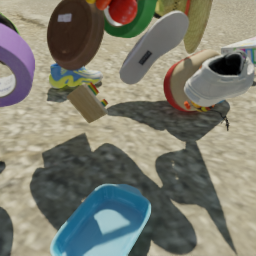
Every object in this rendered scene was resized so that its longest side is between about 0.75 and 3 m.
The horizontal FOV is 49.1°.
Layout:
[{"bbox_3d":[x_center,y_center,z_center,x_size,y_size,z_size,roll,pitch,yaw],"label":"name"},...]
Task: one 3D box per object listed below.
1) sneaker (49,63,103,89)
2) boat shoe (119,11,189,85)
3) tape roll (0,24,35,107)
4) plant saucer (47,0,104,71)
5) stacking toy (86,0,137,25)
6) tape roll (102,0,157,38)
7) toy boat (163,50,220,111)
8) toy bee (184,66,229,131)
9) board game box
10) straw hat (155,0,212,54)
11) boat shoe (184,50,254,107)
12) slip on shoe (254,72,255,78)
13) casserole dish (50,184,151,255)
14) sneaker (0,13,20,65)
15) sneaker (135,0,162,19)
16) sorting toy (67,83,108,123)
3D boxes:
[{"bbox_3d":[-1.902,-2.062,10.217,1.998,1.050,0.757,-14,36,-18],"label":"sneaker"},{"bbox_3d":[0.571,-1.990,6.903,0.764,2.124,0.698,29,27,-24],"label":"boat shoe"},{"bbox_3d":[-2.873,-1.224,5.615,1.870,1.870,0.614,-3,56,-4],"label":"tape roll"},{"bbox_3d":[-1.406,-2.420,6.990,1.939,1.939,0.286,27,15,33],"label":"plant saucer"},{"bbox_3d":[-0.580,-2.243,4.271,1.713,0.731,0.731,32,30,-18],"label":"stacking toy"},{"bbox_3d":[-0.080,-3.510,7.733,0.470,1.955,1.955,-9,32,-43],"label":"tape roll"},{"bbox_3d":[2.034,-1.508,9.313,2.525,1.648,1.651,-30,14,-37],"label":"toy boat"},{"bbox_3d":[1.183,-0.538,4.366,0.635,0.764,1.168,-7,45,24],"label":"toy bee"},{"bbox_3d":[3.125,-1.594,5.187,2.277,0.390,1.531,-22,20,-22],"label":"board game box"},{"bbox_3d":[1.368,-3.553,7.843,1.203,2.842,2.842,6,34,-4],"label":"straw hat"},{"bbox_3d":[1.370,-0.779,3.810,1.598,0.548,0.575,-18,61,-38],"label":"boat shoe"},{"bbox_3d":[4.081,-2.349,11.053,1.931,0.591,0.715,28,42,32],"label":"slip on shoe"},{"bbox_3d":[-0.427,1.863,5.077,1.276,0.409,2.107,17,39,23],"label":"casserole dish"},{"bbox_3d":[-3.731,-2.858,6.925,1.134,2.955,1.238,-19,26,12],"label":"sneaker"},{"bbox_3d":[0.849,-4.498,9.909,2.944,1.167,1.110,13,70,1],"label":"sneaker"},{"bbox_3d":[-0.826,-0.557,5.998,0.770,0.775,0.270,-22,21,51],"label":"sorting toy"}]
